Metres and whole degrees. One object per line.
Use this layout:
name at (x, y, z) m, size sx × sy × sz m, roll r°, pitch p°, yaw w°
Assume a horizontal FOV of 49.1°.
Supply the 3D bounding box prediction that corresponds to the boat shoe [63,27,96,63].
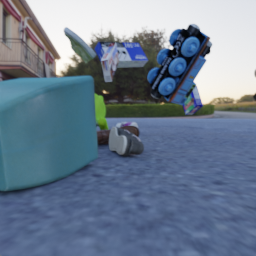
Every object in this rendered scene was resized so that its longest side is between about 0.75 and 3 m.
boat shoe at (-2.061, -3.387, 11.684) m, size 0.726 × 0.625 × 2.015 m, roll 42°, pitch 3°, yaw 34°

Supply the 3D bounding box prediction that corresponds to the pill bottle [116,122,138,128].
pill bottle at (-0.100, 0.010, 16.464) m, size 1.223 × 0.686 × 0.686 m, roll 2°, pitch 4°, yaw 34°

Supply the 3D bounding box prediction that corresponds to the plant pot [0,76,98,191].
plant pot at (-2.163, 0.073, 5.753) m, size 2.090 × 2.092 × 2.959 m, roll 1°, pitch 12°, yaw 15°

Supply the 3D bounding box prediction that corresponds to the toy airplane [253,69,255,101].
toy airplane at (4.592, -1.652, 8.196) m, size 1.399 × 1.982 × 1.973 m, roll 5°, pitch -41°, yaw -11°

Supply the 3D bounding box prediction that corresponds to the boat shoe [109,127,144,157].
boat shoe at (-0.129, 0.480, 9.066) m, size 0.673 × 0.789 × 2.361 m, roll 13°, pitch 5°, yaw -15°

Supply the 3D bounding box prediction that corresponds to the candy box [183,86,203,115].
candy box at (2.781, -1.220, 12.361) m, size 0.397 × 1.032 × 0.872 m, roll 1°, pitch -26°, yaw -24°

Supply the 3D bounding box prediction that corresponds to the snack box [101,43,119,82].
snack box at (-0.644, -2.481, 10.412) m, size 0.269 × 0.796 × 2.215 m, roll -6°, pitch 30°, yaw 9°

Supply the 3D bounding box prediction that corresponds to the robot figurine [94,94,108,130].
robot figurine at (-2.030, -0.520, 11.998) m, size 2.562 × 1.689 × 2.920 m, roll 16°, pitch 29°, yaw 10°

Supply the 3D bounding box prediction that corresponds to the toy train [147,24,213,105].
toy train at (1.832, -2.143, 9.708) m, size 1.585 × 2.775 × 1.203 m, roll 9°, pitch 31°, yaw -37°

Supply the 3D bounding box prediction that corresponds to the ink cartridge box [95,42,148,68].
ink cartridge box at (-0.271, -3.341, 12.808) m, size 2.327 × 1.094 × 0.514 m, roll -12°, pitch -22°, yaw -39°

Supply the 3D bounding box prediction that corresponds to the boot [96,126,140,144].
boot at (-0.947, 0.352, 10.476) m, size 2.102 × 0.724 × 2.255 m, roll -13°, pitch -7°, yaw 30°
